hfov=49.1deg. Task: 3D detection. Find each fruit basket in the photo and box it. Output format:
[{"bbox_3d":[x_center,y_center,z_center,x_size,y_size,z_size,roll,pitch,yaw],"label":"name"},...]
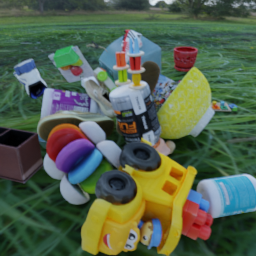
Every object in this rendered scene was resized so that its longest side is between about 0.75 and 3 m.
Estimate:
[{"bbox_3d":[-2.238,-2.546,11.346,1.406,1.518,0.712,-10,53,25],"label":"fruit basket"}]

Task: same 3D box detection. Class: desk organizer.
[{"bbox_3d":[-4.222,0.659,8.648,2.990,1.151,1.072,8,28,16],"label":"desk organizer"}]

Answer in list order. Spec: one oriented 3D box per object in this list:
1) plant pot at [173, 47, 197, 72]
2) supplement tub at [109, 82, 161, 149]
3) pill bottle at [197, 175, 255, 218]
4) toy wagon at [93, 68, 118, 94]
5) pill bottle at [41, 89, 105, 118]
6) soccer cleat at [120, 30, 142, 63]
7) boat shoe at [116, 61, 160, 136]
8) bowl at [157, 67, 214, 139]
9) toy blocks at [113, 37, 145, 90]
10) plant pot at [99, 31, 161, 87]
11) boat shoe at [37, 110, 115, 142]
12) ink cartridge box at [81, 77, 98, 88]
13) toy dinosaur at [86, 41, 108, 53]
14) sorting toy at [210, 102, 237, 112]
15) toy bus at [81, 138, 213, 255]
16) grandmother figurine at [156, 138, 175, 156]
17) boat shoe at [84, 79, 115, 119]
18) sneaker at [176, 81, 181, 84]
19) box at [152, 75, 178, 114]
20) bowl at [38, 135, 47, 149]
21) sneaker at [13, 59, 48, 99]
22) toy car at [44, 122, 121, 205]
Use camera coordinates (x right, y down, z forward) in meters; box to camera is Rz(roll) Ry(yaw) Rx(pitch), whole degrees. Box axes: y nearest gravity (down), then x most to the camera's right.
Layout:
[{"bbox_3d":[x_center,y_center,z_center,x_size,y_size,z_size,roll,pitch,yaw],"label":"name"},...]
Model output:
[{"bbox_3d":[3.781,-4.590,18.783,1.552,1.413,1.552,2,30,-1],"label":"plant pot"},{"bbox_3d":[0.284,-0.299,8.637,1.234,2.014,1.234,-17,22,7],"label":"supplement tub"},{"bbox_3d":[2.619,1.656,6.929,1.643,0.910,0.910,-6,27,-11],"label":"pill bottle"},{"bbox_3d":[-0.559,-1.290,11.054,0.457,2.311,1.793,-39,-4,-8],"label":"toy wagon"},{"bbox_3d":[-1.983,-0.650,10.766,2.523,1.417,1.417,7,24,-16],"label":"pill bottle"},{"bbox_3d":[0.135,-3.213,11.067,0.818,0.659,1.921,10,49,-4],"label":"soccer cleat"},{"bbox_3d":[0.312,-1.010,10.130,1.025,2.842,0.923,21,-7,-12],"label":"boat shoe"},{"bbox_3d":[2.116,-0.571,10.024,1.530,2.844,2.844,37,35,7],"label":"bowl"},{"bbox_3d":[-0.003,-1.821,7.752,0.484,1.333,1.111,-23,31,-34],"label":"toy blocks"},{"bbox_3d":[-0.021,-2.615,12.328,2.152,2.112,2.107,-29,49,-20],"label":"plant pot"},{"bbox_3d":[-1.712,-0.107,9.078,2.849,1.039,0.896,-7,34,-45],"label":"boat shoe"},{"bbox_3d":[-1.447,-2.405,15.524,1.755,0.546,2.181,-13,28,-24],"label":"ink cartridge box"},{"bbox_3d":[-1.243,-3.178,10.877,0.940,0.223,0.414,22,-4,18],"label":"toy dinosaur"},{"bbox_3d":[4.233,-1.031,13.057,1.745,0.238,0.982,1,27,2],"label":"sorting toy"},{"bbox_3d":[0.581,1.803,6.094,2.505,1.770,2.609,26,36,14],"label":"toy bus"},{"bbox_3d":[0.570,0.953,8.705,1.311,0.655,2.162,2,21,34],"label":"grandmother figurine"},{"bbox_3d":[-0.945,-1.208,10.391,0.679,0.612,1.883,-9,55,-48],"label":"boat shoe"},{"bbox_3d":[2.554,-1.746,12.889,1.109,1.336,2.798,-14,39,-29],"label":"sneaker"},{"bbox_3d":[1.086,-1.130,10.845,1.762,0.486,2.579,-48,36,2],"label":"box"},{"bbox_3d":[-2.750,0.445,9.844,0.838,0.438,0.838,-4,29,2],"label":"bowl"},{"bbox_3d":[-3.809,-1.772,11.018,0.934,1.335,2.311,-27,10,-14],"label":"sneaker"},{"bbox_3d":[-1.253,0.700,6.915,1.786,1.530,2.041,-43,58,-4],"label":"toy car"}]
